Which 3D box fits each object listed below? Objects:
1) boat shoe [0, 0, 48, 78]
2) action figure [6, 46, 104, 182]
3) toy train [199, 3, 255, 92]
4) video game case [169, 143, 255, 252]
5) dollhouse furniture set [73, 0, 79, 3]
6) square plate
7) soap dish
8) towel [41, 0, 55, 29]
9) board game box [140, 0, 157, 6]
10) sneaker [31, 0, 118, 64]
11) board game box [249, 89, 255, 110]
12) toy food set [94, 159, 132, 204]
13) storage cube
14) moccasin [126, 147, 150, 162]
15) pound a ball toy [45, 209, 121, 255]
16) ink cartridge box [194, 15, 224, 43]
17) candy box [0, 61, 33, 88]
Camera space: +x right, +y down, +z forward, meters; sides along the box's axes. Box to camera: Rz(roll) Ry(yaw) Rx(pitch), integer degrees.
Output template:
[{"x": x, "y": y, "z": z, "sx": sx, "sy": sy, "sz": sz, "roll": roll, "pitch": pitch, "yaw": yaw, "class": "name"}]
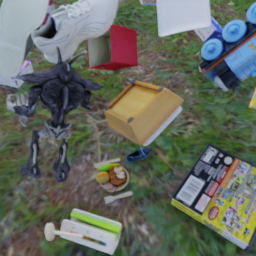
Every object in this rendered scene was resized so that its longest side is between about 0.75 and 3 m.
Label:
[{"x": -2.999, "y": -2.843, "z": 7.848, "sx": 1.060, "sy": 2.911, "sz": 0.899, "roll": 22, "pitch": 22, "yaw": -18, "class": "boat shoe"}, {"x": -1.595, "y": -0.337, "z": 5.822, "sx": 1.719, "sy": 2.893, "sz": 1.476, "roll": 0, "pitch": 28, "yaw": -35, "class": "action figure"}, {"x": 3.178, "y": -2.084, "z": 7.437, "sx": 1.160, "sy": 2.676, "sz": 1.529, "roll": 17, "pitch": 44, "yaw": -49, "class": "toy train"}, {"x": 2.652, "y": 1.708, "z": 7.642, "sx": 2.158, "sy": 0.305, "sz": 2.388, "roll": 28, "pitch": 53, "yaw": 24, "class": "video game case"}, {"x": -1.216, "y": -4.581, "z": 9.620, "sx": 1.007, "sy": 2.015, "sz": 0.778, "roll": 29, "pitch": 9, "yaw": -14, "class": "dollhouse furniture set"}, {"x": 1.650, "y": -3.680, "z": 8.437, "sx": 1.620, "sy": 1.604, "sz": 0.230, "roll": -3, "pitch": 3, "yaw": 28, "class": "square plate"}, {"x": 0.269, "y": -0.439, "z": 6.658, "sx": 1.395, "sy": 0.720, "sz": 1.774, "roll": -46, "pitch": 30, "yaw": -9, "class": "soap dish"}, {"x": -2.994, "y": -3.967, "z": 8.988, "sx": 1.261, "sy": 1.751, "sz": 0.199, "roll": 4, "pitch": 44, "yaw": 4, "class": "towel"}, {"x": 0.852, "y": -5.404, "z": 10.673, "sx": 0.648, "sy": 1.257, "sz": 0.659, "roll": -1, "pitch": 38, "yaw": -8, "class": "board game box"}, {"x": -1.222, "y": -2.502, "z": 6.635, "sx": 2.353, "sy": 1.025, "sz": 0.877, "roll": -40, "pitch": 70, "yaw": 5, "class": "sneaker"}, {"x": 3.107, "y": -1.060, "z": 5.638, "sx": 0.773, "sy": 0.242, "sz": 1.617, "roll": 19, "pitch": 92, "yaw": 7, "class": "board game box"}, {"x": -0.437, "y": 1.399, "z": 7.941, "sx": 0.933, "sy": 0.271, "sz": 1.351, "roll": -14, "pitch": 49, "yaw": -13, "class": "toy food set"}, {"x": -0.433, "y": -2.207, "z": 7.817, "sx": 0.996, "sy": 1.165, "sz": 1.047, "roll": -1, "pitch": 2, "yaw": 44, "class": "storage cube"}, {"x": 0.332, "y": 0.804, "z": 8.484, "sx": 0.810, "sy": 0.276, "sz": 0.326, "roll": -25, "pitch": 52, "yaw": -21, "class": "moccasin"}, {"x": -1.050, "y": 2.531, "z": 6.537, "sx": 1.547, "sy": 0.657, "sz": 1.009, "roll": 13, "pitch": 14, "yaw": 11, "class": "pound a ball toy"}, {"x": 2.497, "y": -4.040, "z": 10.128, "sx": 1.156, "sy": 0.544, "sz": 2.459, "roll": -5, "pitch": 57, "yaw": -46, "class": "ink cartridge box"}, {"x": -4.717, "y": -2.232, "z": 11.111, "sx": 1.402, "sy": 0.501, "sz": 1.176, "roll": 13, "pitch": 49, "yaw": 11, "class": "candy box"}]
